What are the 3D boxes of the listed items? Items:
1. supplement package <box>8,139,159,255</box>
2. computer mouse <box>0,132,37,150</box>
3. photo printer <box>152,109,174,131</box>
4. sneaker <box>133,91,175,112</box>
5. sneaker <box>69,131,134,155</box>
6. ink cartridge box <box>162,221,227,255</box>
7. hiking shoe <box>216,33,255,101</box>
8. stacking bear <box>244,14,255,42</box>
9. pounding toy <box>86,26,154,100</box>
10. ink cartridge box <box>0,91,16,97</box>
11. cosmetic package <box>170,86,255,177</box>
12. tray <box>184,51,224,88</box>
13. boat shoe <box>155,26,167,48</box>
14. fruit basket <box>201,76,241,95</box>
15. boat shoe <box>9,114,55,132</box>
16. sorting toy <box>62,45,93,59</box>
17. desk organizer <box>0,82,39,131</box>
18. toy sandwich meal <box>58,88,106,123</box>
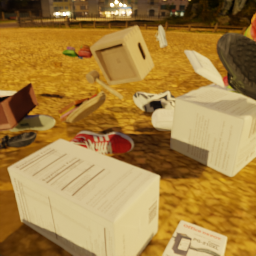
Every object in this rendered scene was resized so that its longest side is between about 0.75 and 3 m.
[{"bbox_3d":[-0.931,1.534,5.953,2.797,1.591,1.532,17,32,30],"label":"supplement package"},{"bbox_3d":[-3.767,0.470,9.678,1.313,0.346,0.909,-12,26,1],"label":"computer mouse"},{"bbox_3d":[1.668,-0.318,11.019,1.477,0.513,1.229,1,27,3],"label":"photo printer"},{"bbox_3d":[1.333,-1.243,12.614,2.018,0.805,1.313,15,28,28],"label":"sneaker"},{"bbox_3d":[-0.959,0.618,8.817,2.113,0.753,1.189,3,21,23],"label":"sneaker"},{"bbox_3d":[1.189,2.478,5.207,0.961,0.560,1.327,13,29,26],"label":"ink cartridge box"},{"bbox_3d":[2.982,-1.412,7.408,2.697,1.021,1.358,36,-7,-28],"label":"hiking shoe"},{"bbox_3d":[3.599,-2.487,7.461,1.066,1.139,1.875,30,-3,16],"label":"stacking bear"},{"bbox_3d":[-0.397,-2.230,10.194,2.484,2.182,1.136,-1,38,39],"label":"pounding toy"},{"bbox_3d":[-5.365,-0.813,11.714,1.382,0.794,2.359,4,26,8],"label":"ink cartridge box"},{"bbox_3d":[2.845,-0.033,8.860,1.895,1.883,2.264,-23,35,-39],"label":"cosmetic package"},{"bbox_3d":[2.795,-2.287,10.287,1.216,0.251,2.264,23,30,-15],"label":"tray"},{"bbox_3d":[1.498,-4.246,13.166,0.463,1.086,0.401,-20,-14,34],"label":"boat shoe"},{"bbox_3d":[5.599,-2.068,14.172,2.729,1.381,2.946,-20,17,-35],"label":"fruit basket"},{"bbox_3d":[-3.729,-0.280,10.807,1.821,0.635,0.649,-5,30,-3],"label":"boat shoe"},{"bbox_3d":[-1.849,-2.900,10.477,1.171,0.481,0.703,8,-1,10],"label":"sorting toy"},{"bbox_3d":[-4.332,-0.845,10.450,0.913,0.980,2.545,-7,24,8],"label":"desk organizer"},{"bbox_3d":[-1.304,-0.663,8.094,1.512,0.518,1.512,-35,-2,-2],"label":"toy sandwich meal"}]
